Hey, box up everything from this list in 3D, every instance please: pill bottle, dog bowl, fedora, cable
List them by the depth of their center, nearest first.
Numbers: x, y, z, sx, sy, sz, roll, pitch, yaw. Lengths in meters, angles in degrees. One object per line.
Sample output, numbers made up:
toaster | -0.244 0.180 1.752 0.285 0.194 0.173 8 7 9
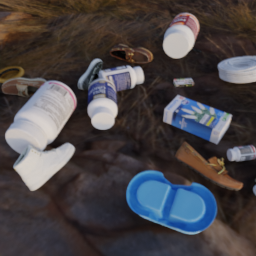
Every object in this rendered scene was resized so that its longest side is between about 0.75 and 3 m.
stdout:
dog bowl | 1.219 2.196 8.140 2.569 0.637 1.432 14 57 22
pill bottle | 3.986 0.911 9.867 0.869 0.503 0.503 -6 43 -6
pill bottle | -3.187 -0.371 10.445 1.589 1.589 2.803 11 44 12
pill bottle | -1.047 -0.950 11.370 1.178 1.178 2.120 -4 43 -4
pill bottle | -0.310 -2.254 12.879 1.903 1.057 1.057 -14 44 -14
fedora | -5.616 -2.406 13.414 1.380 0.563 1.380 -1 45 1
cable | 5.441 -2.813 13.495 2.122 0.735 2.122 9 35 29
pill bottle | 2.820 -4.932 15.014 1.595 1.595 2.793 12 41 13

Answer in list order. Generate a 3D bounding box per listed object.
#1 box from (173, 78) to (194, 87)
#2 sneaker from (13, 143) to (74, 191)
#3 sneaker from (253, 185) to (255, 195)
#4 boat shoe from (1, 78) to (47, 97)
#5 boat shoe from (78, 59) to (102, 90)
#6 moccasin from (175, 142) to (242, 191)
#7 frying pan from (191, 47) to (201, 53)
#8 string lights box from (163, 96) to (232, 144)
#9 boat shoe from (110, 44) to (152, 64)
box | 2.662 -2.179 13.466 0.896 0.156 0.493 -5 43 -5
sneaker | -2.754 0.912 9.248 0.762 1.196 2.069 -10 29 45
sneaker | 4.493 2.161 8.519 0.506 0.491 1.386 -29 50 -28
boat shoe | -4.665 -1.784 12.619 2.040 0.772 0.732 -8 45 -6
boat shoe | -1.618 -2.515 13.457 0.681 0.757 2.140 14 52 15
moccasin | 2.662 1.231 9.117 2.268 0.830 0.875 33 92 27
frying pan | 3.364 -4.641 16.103 0.954 0.257 1.576 -20 43 -20
string lights box | 2.704 -0.369 11.104 2.326 0.686 1.195 25 48 24
boat shoe | 0.111 -3.809 14.768 2.361 0.831 0.830 19 41 31
